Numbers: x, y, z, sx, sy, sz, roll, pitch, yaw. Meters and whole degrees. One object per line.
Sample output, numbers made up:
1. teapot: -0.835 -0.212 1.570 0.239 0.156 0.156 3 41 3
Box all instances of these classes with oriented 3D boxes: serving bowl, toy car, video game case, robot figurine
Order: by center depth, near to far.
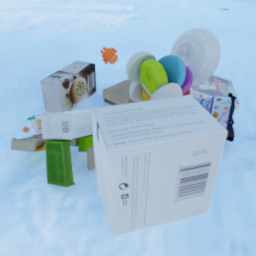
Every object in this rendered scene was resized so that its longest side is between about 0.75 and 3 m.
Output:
1. toy car: 1.307 -1.427 9.972 2.115 2.821 2.469 -27 59 -9
2. serving bowl: 2.403 -2.785 10.852 0.719 2.186 2.186 -4 29 -41
3. robot figurine: -0.725 -2.782 10.860 0.811 0.473 0.583 39 50 -13
4. video game case: 3.986 -2.101 13.813 2.676 0.338 2.937 16 36 -1

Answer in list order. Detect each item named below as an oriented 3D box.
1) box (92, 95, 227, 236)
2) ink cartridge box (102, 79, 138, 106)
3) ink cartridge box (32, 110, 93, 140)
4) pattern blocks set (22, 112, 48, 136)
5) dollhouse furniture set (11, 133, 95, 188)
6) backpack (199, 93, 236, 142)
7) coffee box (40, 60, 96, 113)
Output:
1. box: 0.668 0.944 7.511 2.914 2.899 1.905 -9 35 -13
2. ink cartridge box: 0.022 -1.575 13.242 1.599 0.729 1.942 27 42 36
3. ink cartridge box: -1.860 -0.155 9.259 1.679 0.802 1.912 0 7 31
4. pattern blocks set: -3.547 -0.129 11.615 1.590 0.147 1.808 -25 41 -32
5. dollhouse furniture set: -2.475 0.951 9.614 2.749 1.379 1.801 1 8 34
6. backpack: 3.105 -0.348 9.888 1.450 1.883 1.793 4 5 11
7. coffee box: -2.658 -1.916 13.009 1.101 1.560 2.759 16 38 21
